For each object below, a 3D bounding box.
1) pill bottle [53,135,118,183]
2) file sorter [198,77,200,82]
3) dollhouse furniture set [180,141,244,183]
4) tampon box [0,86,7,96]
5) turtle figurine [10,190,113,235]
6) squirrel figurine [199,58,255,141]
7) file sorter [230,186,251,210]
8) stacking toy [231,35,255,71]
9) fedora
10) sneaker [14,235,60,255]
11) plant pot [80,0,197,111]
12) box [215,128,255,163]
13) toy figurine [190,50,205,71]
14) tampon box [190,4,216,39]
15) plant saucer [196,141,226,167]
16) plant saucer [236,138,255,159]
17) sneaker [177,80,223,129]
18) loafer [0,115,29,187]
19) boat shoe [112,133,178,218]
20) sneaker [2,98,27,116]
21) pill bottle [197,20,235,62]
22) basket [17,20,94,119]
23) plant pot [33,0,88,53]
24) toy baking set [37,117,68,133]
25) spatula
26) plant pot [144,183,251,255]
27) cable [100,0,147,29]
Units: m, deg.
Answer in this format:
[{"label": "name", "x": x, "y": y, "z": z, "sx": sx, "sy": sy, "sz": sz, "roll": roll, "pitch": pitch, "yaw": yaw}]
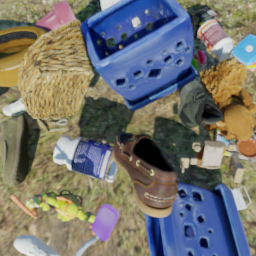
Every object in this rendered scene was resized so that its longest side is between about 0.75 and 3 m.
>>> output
[{"label": "pill bottle", "x": -1.197, "y": 0.879, "z": 8.373, "sx": 1.843, "sy": 1.067, "sz": 1.067, "roll": 16, "pitch": 61, "yaw": 4}, {"label": "file sorter", "x": 3.596, "y": -1.567, "z": 11.190, "sx": 1.453, "sy": 0.904, "sz": 1.008, "roll": -7, "pitch": 60, "yaw": -5}, {"label": "dollhouse furniture set", "x": 2.200, "y": 0.866, "z": 7.392, "sx": 1.528, "sy": 0.792, "sz": 0.676, "roll": 4, "pitch": 31, "yaw": 3}, {"label": "tampon box", "x": -6.545, "y": -1.813, "z": 10.917, "sx": 2.553, "sy": 1.611, "sz": 1.913, "roll": -36, "pitch": 66, "yaw": -19}, {"label": "turtle figurine", "x": -1.637, "y": 1.890, "z": 6.821, "sx": 2.423, "sy": 1.954, "sz": 0.780, "roll": 23, "pitch": 71, "yaw": -19}, {"label": "squirrel figurine", "x": 2.800, "y": -0.730, "z": 7.986, "sx": 1.664, "sy": 2.352, "sz": 2.195, "roll": -19, "pitch": 15, "yaw": 17}, {"label": "file sorter", "x": 3.365, "y": 2.320, "z": 9.094, "sx": 0.957, "sy": 0.596, "sz": 0.664, "roll": -11, "pitch": 61, "yaw": -7}, {"label": "stacking toy", "x": 3.957, "y": -2.182, "z": 8.996, "sx": 0.866, "sy": 1.492, "sz": 0.819, "roll": -45, "pitch": 60, "yaw": 10}, {"label": "fedora", "x": -3.534, "y": -2.059, "z": 8.498, "sx": 2.754, "sy": 1.123, "sz": 2.754, "roll": -5, "pitch": 46, "yaw": 6}, {"label": "sneaker", "x": -1.824, "y": 2.596, "z": 5.848, "sx": 1.062, "sy": 0.614, "sz": 0.391, "roll": 37, "pitch": 70, "yaw": -29}, {"label": "plant pot", "x": 0.423, "y": -2.291, "z": 8.620, "sx": 2.751, "sy": 2.473, "sz": 2.750, "roll": -28, "pitch": 47, "yaw": 5}, {"label": "box", "x": 4.269, "y": 0.593, "z": 10.230, "sx": 2.115, "sy": 0.367, "sz": 1.164, "roll": 13, "pitch": 61, "yaw": 7}, {"label": "toy figurine", "x": 2.743, "y": -2.931, "z": 12.166, "sx": 1.338, "sy": 1.005, "sz": 1.232, "roll": 21, "pitch": 44, "yaw": 39}, {"label": "tampon box", "x": 3.377, "y": -4.907, "z": 12.983, "sx": 0.869, "sy": 1.159, "sz": 0.732, "roll": -27, "pitch": 63, "yaw": -15}, {"label": "plant saucer", "x": 2.410, "y": 0.735, "z": 8.312, "sx": 0.192, "sy": 1.027, "sz": 1.027, "roll": 49, "pitch": 66, "yaw": -16}, {"label": "plant saucer", "x": 4.216, "y": 0.716, "z": 9.864, "sx": 0.812, "sy": 0.131, "sz": 0.812, "roll": 0, "pitch": 60, "yaw": 0}, {"label": "sneaker", "x": 1.891, "y": -0.295, "z": 7.467, "sx": 0.746, "sy": 1.950, "sz": 1.117, "roll": -27, "pitch": 62, "yaw": -7}, {"label": "loafer", "x": -4.056, "y": 0.791, "z": 9.781, "sx": 0.959, "sy": 1.081, "sz": 2.842, "roll": -8, "pitch": 50, "yaw": -3}, {"label": "boat shoe", "x": 0.357, "y": 0.665, "z": 6.307, "sx": 1.032, "sy": 1.031, "sz": 2.931, "roll": -2, "pitch": 23, "yaw": -19}, {"label": "sneaker", "x": -4.186, "y": -0.888, "z": 10.966, "sx": 1.484, "sy": 0.599, "sz": 0.568, "roll": -14, "pitch": 62, "yaw": -7}, {"label": "pill bottle", "x": 2.926, "y": -2.866, "z": 9.246, "sx": 0.733, "sy": 0.733, "sz": 1.284, "roll": -23, "pitch": 67, "yaw": -13}, {"label": "basket", "x": -2.281, "y": -1.623, "z": 8.119, "sx": 1.810, "sy": 2.536, "sz": 1.889, "roll": -8, "pitch": 69, "yaw": -25}, {"label": "plant pot", "x": -2.451, "y": -3.172, "z": 9.742, "sx": 1.678, "sy": 1.874, "sz": 1.874, "roll": -27, "pitch": 63, "yaw": -1}, {"label": "toy baking set", "x": -2.907, "y": -0.226, "z": 10.837, "sx": 0.959, "sy": 0.145, "sz": 1.250, "roll": -32, "pitch": 65, "yaw": -17}, {"label": "spatula", "x": -0.935, "y": 2.526, "z": 5.720, "sx": 0.600, "sy": 0.218, "sz": 2.123, "roll": 22, "pitch": 68, "yaw": 47}, {"label": "plant pot", "x": 1.774, "y": 2.942, "z": 7.701, "sx": 2.217, "sy": 2.466, "sz": 2.465, "roll": -4, "pitch": 59, "yaw": -7}, {"label": "cable", "x": -0.154, "y": -4.364, "z": 9.758, "sx": 1.913, "sy": 1.913, "sz": 0.662, "roll": 32, "pitch": 40, "yaw": 34}]
